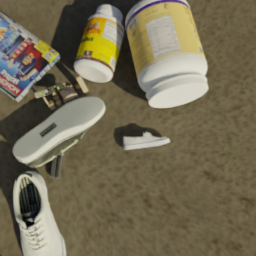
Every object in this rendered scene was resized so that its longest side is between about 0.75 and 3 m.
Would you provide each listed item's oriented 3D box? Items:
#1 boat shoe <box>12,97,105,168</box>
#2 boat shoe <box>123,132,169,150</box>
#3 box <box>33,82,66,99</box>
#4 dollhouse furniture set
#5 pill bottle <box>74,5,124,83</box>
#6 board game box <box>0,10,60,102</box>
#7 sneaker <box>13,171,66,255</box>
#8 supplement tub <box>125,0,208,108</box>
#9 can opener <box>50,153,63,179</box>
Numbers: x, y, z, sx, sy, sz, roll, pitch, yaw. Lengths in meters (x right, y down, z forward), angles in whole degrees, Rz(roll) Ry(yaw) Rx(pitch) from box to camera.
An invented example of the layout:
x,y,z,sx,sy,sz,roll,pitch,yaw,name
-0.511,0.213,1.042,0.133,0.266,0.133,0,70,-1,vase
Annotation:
x,y,z,sx,sy,sz,roll,pitch,yaw,name
-1.846,0.120,7.964,2.795,0.890,0.988,-33,57,-9,boat shoe
0.514,0.344,8.100,1.349,0.496,0.441,-7,83,-4,boat shoe
-2.269,-1.099,8.169,0.480,0.872,0.151,-9,107,37,box
-1.911,-1.125,8.333,1.233,0.546,0.639,-30,35,-6,dollhouse furniture set
-0.819,-2.577,8.536,1.181,1.181,2.163,13,75,3,pill bottle
-3.797,-1.920,8.577,2.506,0.773,2.504,38,79,9,board game box
-2.415,2.569,7.204,1.086,1.053,2.975,-20,78,-5,sneaker
1.096,-2.119,8.009,1.960,1.960,2.696,-12,76,-3,supplement tub
-2.056,0.901,8.107,0.294,0.369,1.102,8,85,-17,can opener
